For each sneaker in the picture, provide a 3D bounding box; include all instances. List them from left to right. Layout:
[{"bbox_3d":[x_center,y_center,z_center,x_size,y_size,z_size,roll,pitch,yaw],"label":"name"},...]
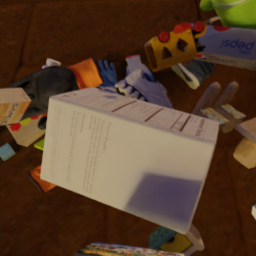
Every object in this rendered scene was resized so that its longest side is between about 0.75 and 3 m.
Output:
[{"bbox_3d":[0.767,-0.632,7.330,2.384,0.896,0.966,43,82,13],"label":"sneaker"},{"bbox_3d":[2.216,-2.321,9.791,1.227,0.645,1.698,-39,78,-7],"label":"sneaker"}]

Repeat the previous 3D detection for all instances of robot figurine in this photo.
[{"bbox_3d":[3.051,-3.259,7.189,2.301,2.622,1.517,10,67,46],"label":"robot figurine"}]

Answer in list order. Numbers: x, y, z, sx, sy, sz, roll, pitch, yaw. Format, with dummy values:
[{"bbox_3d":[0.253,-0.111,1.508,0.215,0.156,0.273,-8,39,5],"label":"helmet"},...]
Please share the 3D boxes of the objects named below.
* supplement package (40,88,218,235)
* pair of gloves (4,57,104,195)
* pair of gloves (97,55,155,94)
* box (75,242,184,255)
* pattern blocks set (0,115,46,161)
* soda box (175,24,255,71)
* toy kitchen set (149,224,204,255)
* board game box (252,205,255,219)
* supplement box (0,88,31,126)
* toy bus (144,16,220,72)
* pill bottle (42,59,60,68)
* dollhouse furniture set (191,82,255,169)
[{"bbox_3d":[0.065,0.399,5.139,2.736,1.605,1.599,17,108,15],"label":"supplement package"},{"bbox_3d":[-1.428,-0.007,6.449,2.531,2.840,0.351,-28,27,-15],"label":"pair of gloves"},{"bbox_3d":[-0.251,-1.772,9.808,2.208,0.252,1.775,-13,61,-8],"label":"pair of gloves"},{"bbox_3d":[0.068,1.754,3.634,1.314,0.898,0.248,3,77,11],"label":"box"},{"bbox_3d":[-3.074,-0.268,9.014,2.778,0.225,2.442,-26,65,-13],"label":"pattern blocks set"},{"bbox_3d":[2.395,-2.155,7.333,2.265,0.718,0.773,23,92,36],"label":"soda box"},{"bbox_3d":[0.384,2.585,4.648,1.295,2.198,1.761,41,107,-13],"label":"toy kitchen set"},{"bbox_3d":[2.476,1.455,3.444,1.052,0.268,1.565,-24,48,-2],"label":"board game box"},{"bbox_3d":[-2.275,-0.342,4.863,0.357,0.613,0.972,49,30,14],"label":"supplement box"},{"bbox_3d":[1.179,-1.782,6.252,1.511,1.602,0.828,-29,105,-49],"label":"toy bus"},{"bbox_3d":[-1.884,-1.229,6.694,0.427,0.427,0.769,24,103,12],"label":"pill bottle"},{"bbox_3d":[3.288,-0.186,5.910,2.873,1.869,2.639,-13,48,-48],"label":"dollhouse furniture set"}]
